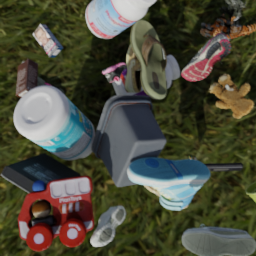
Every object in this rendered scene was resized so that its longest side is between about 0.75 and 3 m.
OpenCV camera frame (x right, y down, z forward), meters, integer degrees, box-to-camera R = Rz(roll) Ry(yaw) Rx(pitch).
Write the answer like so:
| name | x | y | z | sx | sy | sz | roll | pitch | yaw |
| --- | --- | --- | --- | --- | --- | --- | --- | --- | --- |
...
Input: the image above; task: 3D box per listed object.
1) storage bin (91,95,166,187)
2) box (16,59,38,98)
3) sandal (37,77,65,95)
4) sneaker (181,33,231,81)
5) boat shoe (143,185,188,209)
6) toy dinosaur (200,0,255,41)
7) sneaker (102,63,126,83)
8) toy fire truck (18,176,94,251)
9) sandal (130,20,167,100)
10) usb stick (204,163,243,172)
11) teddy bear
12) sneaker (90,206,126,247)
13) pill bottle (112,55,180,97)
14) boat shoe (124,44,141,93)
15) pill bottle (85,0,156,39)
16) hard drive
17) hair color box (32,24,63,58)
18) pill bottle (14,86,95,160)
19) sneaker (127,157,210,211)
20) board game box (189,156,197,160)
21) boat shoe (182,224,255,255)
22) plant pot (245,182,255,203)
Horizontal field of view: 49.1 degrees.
| name | x | y | z | sx | sy | sz | roll | pitch | yaw |
| --- | --- | --- | --- | --- | --- | --- | --- | --- | --- |
| storage bin | 0.155 | 0.531 | 8.757 | 1.868 | 2.567 | 1.724 | -3 | 45 | -29 |
| box | -3.162 | -1.515 | 8.769 | 0.564 | 0.422 | 1.126 | -21 | 63 | 32 |
| sandal | -3.507 | -1.697 | 12.065 | 1.607 | 0.385 | 0.604 | 27 | 79 | 6 |
| sneaker | 2.781 | -2.474 | 10.094 | 0.831 | 2.062 | 0.770 | 29 | 41 | -27 |
| boat shoe | 1.395 | 2.383 | 10.974 | 2.202 | 0.715 | 0.794 | 38 | 80 | 8 |
| toy dinosaur | 4.574 | -4.606 | 12.506 | 2.599 | 1.327 | 1.764 | 0 | 94 | -18 |
| sneaker | -0.368 | -1.701 | 8.786 | 1.078 | 0.426 | 0.514 | -36 | 103 | -49 |
| toy fire truck | -1.902 | 2.212 | 7.518 | 2.031 | 1.139 | 1.705 | -7 | 85 | -1 |
| sandal | 0.857 | -2.302 | 9.105 | 1.128 | 0.810 | 2.840 | -2 | 70 | -29 |
| usb stick | 3.088 | 1.307 | 9.274 | 1.367 | 0.379 | 0.223 | -2 | 59 | 2 |
| teddy bear | 3.123 | -0.957 | 8.446 | 1.462 | 0.488 | 1.060 | 36 | 94 | 30 |
| sneaker | -0.681 | 2.941 | 8.404 | 1.411 | 0.701 | 0.550 | -44 | 111 | -38 |
| pill bottle | 0.730 | -2.020 | 11.572 | 2.642 | 1.485 | 1.485 | -24 | 78 | -6 |
| boat shoe | 0.315 | -2.181 | 10.210 | 0.609 | 0.679 | 1.835 | 14 | 110 | 32 |
| pill bottle | -0.260 | -4.202 | 9.639 | 1.463 | 2.690 | 1.463 | 5 | 82 | -35 |
| hard drive | -2.665 | 1.534 | 9.098 | 1.692 | 2.424 | 0.399 | 29 | 98 | 6 |
| hair color box | -2.717 | -2.930 | 9.455 | 0.507 | 0.307 | 1.013 | -40 | 83 | 25 |
| pill bottle | -2.134 | 0.046 | 9.099 | 1.656 | 2.989 | 1.656 | -7 | 65 | 15 |
| sneaker | 1.023 | 1.775 | 8.183 | 2.581 | 1.685 | 1.026 | 6 | 33 | -21 |
| board game box | 2.405 | 1.487 | 10.010 | 0.112 | 0.502 | 0.958 | -14 | 93 | -10 |
| boat shoe | 2.153 | 2.705 | 6.807 | 1.748 | 0.561 | 0.644 | 2 | 102 | -1 |
| plant pot | 4.073 | 2.051 | 8.061 | 1.008 | 1.008 | 0.927 | -28 | 88 | -6 |
